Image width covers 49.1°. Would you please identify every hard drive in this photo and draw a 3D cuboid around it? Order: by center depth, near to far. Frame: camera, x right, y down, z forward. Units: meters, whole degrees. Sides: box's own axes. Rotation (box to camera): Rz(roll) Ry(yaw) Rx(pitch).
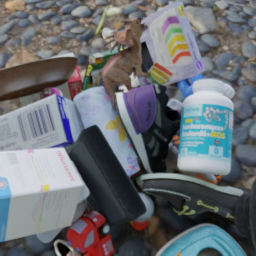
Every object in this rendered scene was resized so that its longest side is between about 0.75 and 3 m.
[{"bbox_3d":[-0.701,1.247,6.125,0.438,2.661,1.857,-27,80,-27],"label":"hard drive"}]

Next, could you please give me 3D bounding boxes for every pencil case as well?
[{"bbox_3d":[-0.541,0.165,6.784,0.978,1.067,2.352,-14,82,-45],"label":"pencil case"}]

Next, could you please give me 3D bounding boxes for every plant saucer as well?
[{"bbox_3d":[-2.703,-1.229,7.585,2.942,2.942,0.538,-19,98,-14],"label":"plant saucer"}]

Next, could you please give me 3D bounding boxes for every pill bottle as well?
[{"bbox_3d":[1.743,-0.010,6.288,1.129,1.129,2.038,5,80,4],"label":"pill bottle"}]

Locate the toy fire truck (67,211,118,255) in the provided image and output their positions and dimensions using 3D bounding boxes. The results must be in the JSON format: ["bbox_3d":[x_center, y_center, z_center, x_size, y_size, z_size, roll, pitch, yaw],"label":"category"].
[{"bbox_3d":[-0.931,3.054,5.629,0.565,2.317,1.634,4,23,45],"label":"toy fire truck"}]

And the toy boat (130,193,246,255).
[{"bbox_3d":[1.041,2.759,6.142,2.513,1.389,2.990,-35,61,-23],"label":"toy boat"}]

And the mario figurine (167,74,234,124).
[{"bbox_3d":[1.905,-0.807,7.786,1.385,1.613,2.613,-16,55,-9],"label":"mario figurine"}]

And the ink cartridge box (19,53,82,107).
[{"bbox_3d":[-2.761,-1.632,9.821,2.131,0.882,1.553,-15,54,-11],"label":"ink cartridge box"}]

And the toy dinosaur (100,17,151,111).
[{"bbox_3d":[-0.192,-1.447,6.378,0.832,1.314,1.939,31,89,47],"label":"toy dinosaur"}]

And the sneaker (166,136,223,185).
[{"bbox_3d":[1.737,0.593,8.217,2.447,0.949,1.371,37,56,13],"label":"sneaker"}]

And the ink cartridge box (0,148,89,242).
[{"bbox_3d":[-1.784,1.196,5.288,1.833,1.148,1.178,0,34,-34],"label":"ink cartridge box"}]

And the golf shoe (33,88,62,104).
[{"bbox_3d":[-2.043,-0.668,7.538,0.736,1.609,0.606,-6,80,-38],"label":"golf shoe"}]

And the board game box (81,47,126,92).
[{"bbox_3d":[-0.447,-1.618,7.577,0.234,1.044,1.993,33,36,20],"label":"board game box"}]

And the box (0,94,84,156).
[{"bbox_3d":[-2.080,0.215,7.126,2.017,2.193,1.151,-19,81,11],"label":"box"}]

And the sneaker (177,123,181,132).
[{"bbox_3d":[1.013,-0.219,8.895,1.362,0.542,0.889,-12,53,-1],"label":"sneaker"}]

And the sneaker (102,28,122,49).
[{"bbox_3d":[-0.642,-3.875,11.684,0.547,0.664,1.444,-24,56,-18],"label":"sneaker"}]

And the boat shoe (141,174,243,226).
[{"bbox_3d":[1.585,1.706,6.631,2.883,1.028,0.868,16,70,-22],"label":"boat shoe"}]

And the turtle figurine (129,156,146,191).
[{"bbox_3d":[0.274,0.762,7.663,1.902,1.369,1.844,-31,62,-27],"label":"turtle figurine"}]

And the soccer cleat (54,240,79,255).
[{"bbox_3d":[-1.246,3.098,6.397,0.455,0.565,1.327,-38,60,-22],"label":"soccer cleat"}]

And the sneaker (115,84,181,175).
[{"bbox_3d":[0.776,0.217,6.893,1.292,2.950,1.117,-18,45,8],"label":"sneaker"}]

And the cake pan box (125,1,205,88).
[{"bbox_3d":[0.801,-1.930,7.063,1.887,1.738,0.494,-10,13,45],"label":"cake pan box"}]

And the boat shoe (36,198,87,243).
[{"bbox_3d":[-1.463,2.026,6.658,0.625,1.692,0.721,42,21,3],"label":"boat shoe"}]

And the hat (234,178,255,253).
[{"bbox_3d":[3.145,2.200,6.594,2.423,0.977,2.423,11,71,-36],"label":"hat"}]

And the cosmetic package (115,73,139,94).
[{"bbox_3d":[0.100,-1.151,9.129,1.216,0.746,2.945,-34,46,32],"label":"cosmetic package"}]
